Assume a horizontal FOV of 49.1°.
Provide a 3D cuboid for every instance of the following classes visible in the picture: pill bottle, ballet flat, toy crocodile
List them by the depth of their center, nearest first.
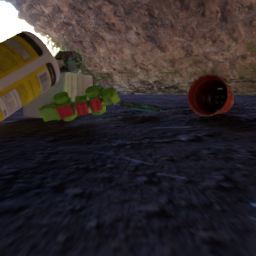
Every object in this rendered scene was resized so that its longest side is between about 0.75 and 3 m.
[{"bbox_3d":[-2.926,-0.973,6.202,1.448,1.448,2.534,9,43,47],"label":"pill bottle"},{"bbox_3d":[-1.574,-0.721,9.071,2.630,0.888,0.812,-12,33,1],"label":"toy crocodile"},{"bbox_3d":[-2.610,-2.517,10.801,0.892,0.892,2.479,-5,10,-31],"label":"ballet flat"}]

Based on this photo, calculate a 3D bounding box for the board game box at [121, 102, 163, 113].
[{"bbox_3d":[0.551,-0.811,11.095,1.454,0.205,0.983,9,-1,23],"label":"board game box"}]

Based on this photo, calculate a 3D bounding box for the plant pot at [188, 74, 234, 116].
[{"bbox_3d":[3.548,-1.244,11.541,1.643,1.643,1.598,6,2,36],"label":"plant pot"}]

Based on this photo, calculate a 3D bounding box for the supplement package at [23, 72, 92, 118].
[{"bbox_3d":[-2.673,-1.339,11.167,1.667,1.673,2.852,4,8,13],"label":"supplement package"}]
